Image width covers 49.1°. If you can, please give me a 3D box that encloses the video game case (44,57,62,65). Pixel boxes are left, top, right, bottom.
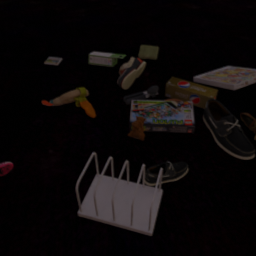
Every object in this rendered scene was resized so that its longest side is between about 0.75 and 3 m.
[{"bbox_3d":[-4.216,-3.760,15.775,0.786,0.090,0.715,8,42,8],"label":"video game case"}]

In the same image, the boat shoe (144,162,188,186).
[{"bbox_3d":[1.332,1.437,9.401,1.718,0.581,0.617,-12,35,-25],"label":"boat shoe"}]

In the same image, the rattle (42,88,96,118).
[{"bbox_3d":[-2.596,-0.866,12.315,2.036,1.455,1.326,-22,16,4],"label":"rattle"}]

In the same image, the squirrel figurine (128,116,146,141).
[{"bbox_3d":[0.412,-0.029,10.588,0.648,0.915,0.854,17,84,1],"label":"squirrel figurine"}]

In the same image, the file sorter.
[{"bbox_3d":[-0.199,1.863,8.331,2.290,1.426,1.589,11,43,12],"label":"file sorter"}]

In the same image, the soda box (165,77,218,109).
[{"bbox_3d":[2.860,-1.588,12.805,2.235,0.716,0.757,22,47,22],"label":"soda box"}]

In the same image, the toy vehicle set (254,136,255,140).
[{"bbox_3d":[5.912,0.102,10.688,1.630,0.348,2.624,34,45,13],"label":"toy vehicle set"}]

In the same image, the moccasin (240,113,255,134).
[{"bbox_3d":[5.014,-0.123,11.159,0.539,0.510,1.395,10,40,-37],"label":"moccasin"}]

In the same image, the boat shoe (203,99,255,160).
[{"bbox_3d":[3.820,0.016,10.796,1.046,0.985,2.913,-14,46,-13],"label":"boat shoe"}]

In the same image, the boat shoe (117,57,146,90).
[{"bbox_3d":[0.029,-2.775,13.833,0.882,1.003,2.818,29,39,5],"label":"boat shoe"}]

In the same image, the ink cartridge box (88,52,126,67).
[{"bbox_3d":[-1.122,-3.691,15.156,1.866,0.553,0.969,8,24,9],"label":"ink cartridge box"}]

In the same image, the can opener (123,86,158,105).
[{"bbox_3d":[0.616,-1.574,12.902,1.701,0.569,0.454,-18,44,-19],"label":"can opener"}]

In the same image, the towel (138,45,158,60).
[{"bbox_3d":[1.200,-4.419,16.386,1.132,0.278,1.526,5,40,4],"label":"towel"}]

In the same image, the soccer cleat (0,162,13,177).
[{"bbox_3d":[-4.634,1.490,9.464,1.386,0.484,0.599,-33,50,-31],"label":"soccer cleat"}]

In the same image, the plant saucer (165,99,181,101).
[{"bbox_3d":[2.047,-0.854,12.341,1.438,0.232,1.438,-1,42,0],"label":"plant saucer"}]

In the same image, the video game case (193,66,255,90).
[{"bbox_3d":[4.910,-2.441,13.371,2.416,0.304,2.655,-20,25,-22],"label":"video game case"}]

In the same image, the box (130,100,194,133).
[{"bbox_3d":[1.380,-0.483,11.525,2.550,0.443,1.404,1,51,4],"label":"box"}]
